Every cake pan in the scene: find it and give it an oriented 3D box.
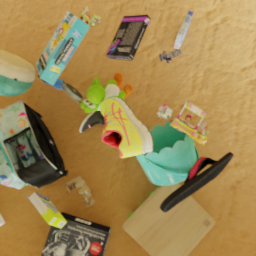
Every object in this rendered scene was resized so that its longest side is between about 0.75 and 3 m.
[{"bbox_3d":[-1.871,-1.198,9.467,0.889,0.889,0.163,46,100,8],"label":"cake pan"}]

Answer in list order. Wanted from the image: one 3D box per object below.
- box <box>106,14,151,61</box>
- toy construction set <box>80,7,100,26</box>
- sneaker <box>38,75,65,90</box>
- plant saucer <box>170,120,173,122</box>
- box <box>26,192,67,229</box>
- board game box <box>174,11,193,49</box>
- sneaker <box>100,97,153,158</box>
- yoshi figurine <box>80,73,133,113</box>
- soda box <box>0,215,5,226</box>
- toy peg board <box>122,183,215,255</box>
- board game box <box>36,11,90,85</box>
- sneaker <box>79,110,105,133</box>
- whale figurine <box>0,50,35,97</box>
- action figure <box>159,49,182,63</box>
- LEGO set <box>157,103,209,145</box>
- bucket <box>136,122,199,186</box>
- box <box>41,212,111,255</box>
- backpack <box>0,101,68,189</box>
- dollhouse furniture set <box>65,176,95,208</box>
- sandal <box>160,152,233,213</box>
[{"bbox_3d":[-0.008,-2.625,8.157,0.982,0.248,1.373,19,82,43],"label":"box"},{"bbox_3d":[-1.543,-4.370,11.010,0.905,0.417,0.594,46,107,15],"label":"toy construction set"},{"bbox_3d":[-2.746,-1.649,10.012,1.209,0.474,0.398,31,118,27],"label":"sneaker"},{"bbox_3d":[1.800,0.037,10.332,0.777,0.125,0.777,0,78,1],"label":"plant saucer"},{"bbox_3d":[-2.451,2.428,8.407,0.301,0.770,1.263,-47,58,-9],"label":"box"},{"bbox_3d":[2.082,-3.665,10.560,0.224,1.033,1.028,25,81,6],"label":"board game box"},{"bbox_3d":[-0.372,-0.049,8.375,1.174,1.016,2.599,-24,41,-19],"label":"sneaker"},{"bbox_3d":[-0.734,-1.231,9.664,1.155,1.151,2.056,12,37,40],"label":"yoshi figurine"},{"bbox_3d":[-5.179,2.504,9.526,0.725,0.775,2.276,-34,81,-6],"label":"soda box"},{"bbox_3d":[1.268,3.088,9.428,2.228,1.090,2.218,-45,98,-7],"label":"toy peg board"},{"bbox_3d":[-2.056,-2.465,8.520,0.470,1.513,2.004,29,103,-33],"label":"board game box"},{"bbox_3d":[-1.157,-0.214,10.191,0.658,0.469,1.327,39,78,12],"label":"sneaker"},{"bbox_3d":[-3.999,-1.820,9.012,2.363,1.880,1.226,39,110,42],"label":"whale figurine"},{"bbox_3d":[1.415,-2.472,9.470,0.678,1.042,0.361,-5,91,-17],"label":"action figure"},{"bbox_3d":[1.956,-0.127,8.292,2.218,1.020,0.826,28,95,-32],"label":"LEGO set"},{"bbox_3d":[1.245,0.808,9.015,2.040,2.040,1.327,-25,110,-5],"label":"bucket"},{"bbox_3d":[-1.701,3.916,9.154,1.879,0.978,1.711,16,81,3],"label":"box"},{"bbox_3d":[-3.374,0.586,9.090,2.042,2.408,2.712,-22,76,-9],"label":"backpack"},{"bbox_3d":[-1.656,2.159,9.450,0.602,0.850,0.926,-28,46,-16],"label":"dollhouse furniture set"},{"bbox_3d":[1.845,1.308,7.691,2.669,1.002,0.601,-30,58,-17],"label":"sandal"}]
